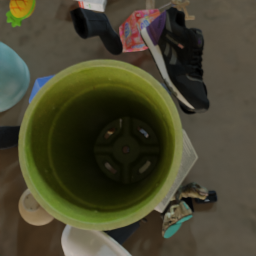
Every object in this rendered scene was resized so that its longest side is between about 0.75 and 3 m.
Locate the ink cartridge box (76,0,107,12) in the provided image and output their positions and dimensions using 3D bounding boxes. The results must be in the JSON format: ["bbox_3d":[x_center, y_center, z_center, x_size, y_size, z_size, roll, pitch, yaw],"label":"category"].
[{"bbox_3d":[-1.671,-5.391,11.623,1.551,0.390,0.845,11,69,6],"label":"ink cartridge box"}]

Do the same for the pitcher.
[{"bbox_3d":[0.513,-0.865,8.164,1.090,1.798,1.543,28,76,-21],"label":"pitcher"}]

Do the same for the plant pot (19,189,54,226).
[{"bbox_3d":[-2.736,2.266,8.389,1.224,0.822,1.224,0,69,-1],"label":"plant pot"}]

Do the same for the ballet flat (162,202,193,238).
[{"bbox_3d":[1.280,2.483,7.710,0.500,1.475,0.555,-3,50,-27],"label":"ballet flat"}]

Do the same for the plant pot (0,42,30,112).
[{"bbox_3d":[-4.971,-2.017,9.564,2.631,1.763,2.631,0,69,0],"label":"plant pot"}]

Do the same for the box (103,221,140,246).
[{"bbox_3d":[-0.749,2.195,7.642,1.150,1.856,1.825,-42,61,-17],"label":"box"}]

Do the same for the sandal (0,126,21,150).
[{"bbox_3d":[-3.636,0.296,9.394,2.133,0.510,0.802,-11,68,-18],"label":"sandal"}]

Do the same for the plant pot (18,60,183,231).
[{"bbox_3d":[-0.293,0.384,5.965,2.858,2.714,2.858,-1,83,10],"label":"plant pot"}]

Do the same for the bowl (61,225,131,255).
[{"bbox_3d":[-0.887,3.170,6.873,2.168,2.168,0.974,32,61,12],"label":"bowl"}]

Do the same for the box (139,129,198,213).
[{"bbox_3d":[0.876,1.099,8.076,1.125,1.320,2.065,14,55,47],"label":"box"}]

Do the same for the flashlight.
[{"bbox_3d":[0.702,-0.283,9.196,0.854,0.851,2.515,13,74,14],"label":"flashlight"}]

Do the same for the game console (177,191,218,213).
[{"bbox_3d":[2.154,2.247,8.756,1.286,0.155,0.759,-6,69,-1],"label":"game console"}]

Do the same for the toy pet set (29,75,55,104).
[{"bbox_3d":[-2.157,-0.076,7.731,1.493,2.625,2.811,24,52,-15],"label":"toy pet set"}]

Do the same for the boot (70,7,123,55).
[{"bbox_3d":[-0.946,-3.024,9.005,0.633,1.929,1.590,-29,96,21],"label":"boot"}]

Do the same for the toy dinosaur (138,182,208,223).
[{"bbox_3d":[0.872,2.213,8.488,2.958,0.702,1.304,2,77,14],"label":"toy dinosaur"}]

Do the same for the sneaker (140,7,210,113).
[{"bbox_3d":[1.443,-1.844,7.184,1.308,1.131,2.987,-38,68,31],"label":"sneaker"}]

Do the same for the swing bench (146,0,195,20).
[{"bbox_3d":[1.483,-5.029,10.590,1.875,1.216,1.865,-3,79,23],"label":"swing bench"}]

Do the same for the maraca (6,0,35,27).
[{"bbox_3d":[-3.283,-3.644,8.534,0.810,0.632,1.182,41,100,19],"label":"maraca"}]

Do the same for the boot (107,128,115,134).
[{"bbox_3d":[-0.727,-0.748,8.906,0.717,1.969,1.530,-5,69,9],"label":"boot"}]

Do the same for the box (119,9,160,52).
[{"bbox_3d":[0.393,-3.316,9.734,0.891,1.882,0.966,-10,97,-16],"label":"box"}]

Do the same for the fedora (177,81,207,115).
[{"bbox_3d":[1.881,-1.040,8.768,0.556,1.217,1.217,8,60,-44],"label":"fedora"}]
